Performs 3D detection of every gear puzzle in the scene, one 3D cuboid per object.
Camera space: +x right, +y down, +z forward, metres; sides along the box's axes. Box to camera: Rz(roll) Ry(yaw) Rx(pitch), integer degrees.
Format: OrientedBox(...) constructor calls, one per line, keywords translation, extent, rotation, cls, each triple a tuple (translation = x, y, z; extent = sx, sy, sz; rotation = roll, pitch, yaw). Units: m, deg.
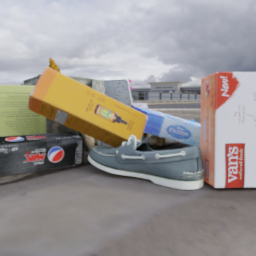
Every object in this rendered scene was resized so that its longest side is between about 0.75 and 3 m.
OrientedBox(translation=(-1.491, -0.555, 7.052), extent=(0.327, 2.500, 1.295), rotation=(-22, 10, 1), cls="gear puzzle")

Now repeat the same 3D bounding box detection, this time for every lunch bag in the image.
OrientedBox(translation=(-1.634, -0.432, 8.500), extent=(2.575, 2.112, 1.514), rotation=(-5, 2, -42), cls="lunch bag")

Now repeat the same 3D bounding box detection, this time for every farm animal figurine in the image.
OrientedBox(translation=(0.940, 0.358, 9.222), extent=(0.928, 0.484, 0.918), rotation=(2, 15, -25), cls="farm animal figurine")

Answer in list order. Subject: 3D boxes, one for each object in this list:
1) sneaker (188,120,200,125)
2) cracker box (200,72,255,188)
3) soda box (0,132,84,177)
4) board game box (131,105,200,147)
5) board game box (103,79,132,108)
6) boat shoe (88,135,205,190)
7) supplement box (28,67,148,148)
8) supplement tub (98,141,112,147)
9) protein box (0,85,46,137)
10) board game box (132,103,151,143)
OrientedBox(translation=(2.455, -0.099, 11.723), extent=(1.416, 0.555, 0.467), rotation=(12, -31, 14), cls="sneaker")
OrientedBox(translation=(2.757, 0.022, 4.935), extent=(2.848, 1.907, 0.821), rotation=(-1, 3, -3), cls="cracker box")
OrientedBox(translation=(-2.042, 0.525, 6.019), extent=(2.086, 0.660, 0.738), rotation=(-3, 13, -35), cls="soda box")
OrientedBox(translation=(1.415, 0.004, 8.096), extent=(2.563, 0.559, 2.576), rotation=(16, 6, -11), cls="board game box")
OrientedBox(translation=(-0.649, -0.619, 9.971), extent=(2.232, 2.233, 0.289), rotation=(4, 24, 37), cls="board game box")
OrientedBox(translation=(0.263, 0.520, 5.382), extent=(2.465, 0.762, 0.898), rotation=(9, 11, 34), cls="boat shoe")
OrientedBox(translation=(-0.811, -0.308, 5.854), extent=(2.337, 0.778, 0.804), rotation=(25, -28, -10), cls="supplement box")
OrientedBox(translation=(-0.213, 0.424, 6.782), extent=(0.893, 0.589, 0.589), rotation=(10, 9, 27), cls="supplement tub")
OrientedBox(translation=(-2.992, -0.078, 6.546), extent=(1.795, 1.809, 1.220), rotation=(-4, 7, -38), cls="protein box")
OrientedBox(translation=(-0.119, -0.235, 10.176), extent=(2.036, 1.369, 0.348), rotation=(6, 32, 36), cls="board game box")
